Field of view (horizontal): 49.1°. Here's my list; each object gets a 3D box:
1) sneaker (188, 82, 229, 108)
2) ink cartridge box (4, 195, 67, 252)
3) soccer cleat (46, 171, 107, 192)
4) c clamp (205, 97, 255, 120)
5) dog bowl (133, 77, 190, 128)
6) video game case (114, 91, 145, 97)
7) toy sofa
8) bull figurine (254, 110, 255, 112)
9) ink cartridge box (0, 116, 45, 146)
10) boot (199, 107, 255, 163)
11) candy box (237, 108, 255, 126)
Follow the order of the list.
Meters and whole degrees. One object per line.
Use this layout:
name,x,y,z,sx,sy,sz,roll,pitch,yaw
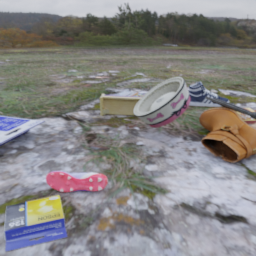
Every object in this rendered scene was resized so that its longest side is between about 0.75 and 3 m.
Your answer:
sneaker,4.142,-1.730,14.443,2.221,1.205,0.778,1,21,2
ink cartridge box,-2.011,1.994,6.049,1.208,0.287,1.222,-7,20,-19
soccer cleat,-1.338,1.396,7.387,1.610,0.537,0.616,1,1,6
c clamp,4.393,-0.735,11.314,2.228,0.353,2.608,13,13,-21
dog bowl,1.307,-0.891,10.352,2.199,0.811,2.199,-33,22,15
video game case,0.319,-1.833,16.181,1.886,0.168,1.350,10,23,25
toy sofa,-0.192,-1.105,13.232,2.213,0.916,1.080,3,22,8
bull figurine,5.995,-0.545,12.524,0.721,0.387,1.188,5,23,4
ink cartridge box,-4.974,0.277,10.063,2.870,0.674,2.836,8,21,16
boot,3.209,0.170,9.771,2.278,1.085,2.945,-22,27,-35
candy box,5.055,-0.396,11.972,0.973,0.466,1.685,-3,21,-1
